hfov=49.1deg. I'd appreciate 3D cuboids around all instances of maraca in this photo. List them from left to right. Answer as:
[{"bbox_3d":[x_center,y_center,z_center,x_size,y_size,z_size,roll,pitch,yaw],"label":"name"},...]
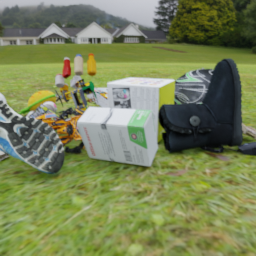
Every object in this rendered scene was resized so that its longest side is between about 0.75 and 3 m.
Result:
[{"bbox_3d":[-4.134,-1.081,12.875,1.839,0.984,1.261,-28,0,3],"label":"maraca"}]

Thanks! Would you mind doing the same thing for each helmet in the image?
[{"bbox_3d":[2.827,-1.185,11.282,2.415,2.415,2.303,3,29,11],"label":"helmet"}]

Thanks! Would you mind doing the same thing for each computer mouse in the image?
[{"bbox_3d":[3.343,0.571,8.746,2.161,0.368,0.634,2,18,10],"label":"computer mouse"}]

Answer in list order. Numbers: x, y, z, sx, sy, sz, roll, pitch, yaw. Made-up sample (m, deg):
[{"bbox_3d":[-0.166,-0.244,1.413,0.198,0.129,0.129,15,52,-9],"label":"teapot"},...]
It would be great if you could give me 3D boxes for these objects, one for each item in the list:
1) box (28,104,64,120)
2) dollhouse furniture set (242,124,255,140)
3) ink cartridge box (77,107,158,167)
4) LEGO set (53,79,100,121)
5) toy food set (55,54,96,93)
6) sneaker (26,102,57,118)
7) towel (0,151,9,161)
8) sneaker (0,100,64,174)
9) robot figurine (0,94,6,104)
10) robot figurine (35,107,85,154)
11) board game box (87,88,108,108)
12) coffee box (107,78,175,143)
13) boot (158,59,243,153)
[{"bbox_3d":[-3.001,-0.300,10.221,1.020,0.226,0.817,34,51,-1],"label":"box"},{"bbox_3d":[3.859,-0.301,9.515,1.420,0.813,1.665,18,12,-43],"label":"dollhouse furniture set"},{"bbox_3d":[-0.264,0.212,7.727,1.910,1.394,0.803,5,40,22],"label":"ink cartridge box"},{"bbox_3d":[-1.822,-0.625,10.212,1.244,2.147,1.651,-12,22,20],"label":"LEGO set"},{"bbox_3d":[-2.228,-2.250,11.315,2.045,0.920,0.976,-26,-32,38],"label":"toy food set"},{"bbox_3d":[-3.511,-0.500,11.215,1.496,0.608,0.660,-29,18,18],"label":"sneaker"},{"bbox_3d":[-4.126,0.868,8.034,0.836,0.217,1.261,9,20,33],"label":"towel"},{"bbox_3d":[-2.867,0.292,7.465,2.810,1.264,1.101,34,56,9],"label":"sneaker"},{"bbox_3d":[-6.090,-0.992,12.469,1.756,1.169,2.070,30,3,-26],"label":"robot figurine"},{"bbox_3d":[-2.073,0.150,8.492,1.995,1.446,0.581,-12,-5,-5],"label":"robot figurine"},{"bbox_3d":[-0.409,-1.192,12.398,1.626,0.446,2.575,36,24,22],"label":"board game box"},{"bbox_3d":[0.533,-0.738,10.278,1.932,1.954,1.951,8,19,23],"label":"coffee box"},{"bbox_3d":[2.167,-0.716,8.705,2.431,2.893,1.105,-2,-4,-3],"label":"boot"}]
